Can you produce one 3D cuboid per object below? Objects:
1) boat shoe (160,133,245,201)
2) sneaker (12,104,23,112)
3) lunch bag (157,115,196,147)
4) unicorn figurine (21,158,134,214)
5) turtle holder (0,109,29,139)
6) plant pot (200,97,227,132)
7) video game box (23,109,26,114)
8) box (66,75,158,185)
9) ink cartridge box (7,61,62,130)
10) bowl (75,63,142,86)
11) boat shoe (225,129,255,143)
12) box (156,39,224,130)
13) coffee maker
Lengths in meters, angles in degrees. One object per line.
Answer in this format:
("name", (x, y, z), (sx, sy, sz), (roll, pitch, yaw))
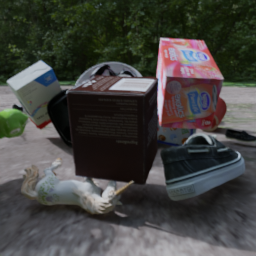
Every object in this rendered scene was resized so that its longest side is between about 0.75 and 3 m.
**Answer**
("boat shoe", (1.507, 0.552, 5.316), (0.984, 0.968, 2.729), (-18, -7, 32))
("sneaker", (-5.841, -1.058, 15.244), (1.031, 0.381, 0.409), (9, 5, 13))
("lunch bag", (1.222, -0.101, 8.858), (1.838, 1.138, 1.562), (12, 16, 14))
("unicorn figurine", (-0.879, 1.034, 4.846), (1.934, 0.714, 1.328), (-9, 21, -2))
("turtle holder", (-3.447, -0.272, 5.084), (1.945, 2.739, 2.081), (-28, 27, 32))
("plant pot", (3.058, -0.499, 10.600), (1.208, 1.208, 1.069), (5, 34, 24))
("video game box", (-3.864, -1.075, 14.750), (2.370, 0.555, 2.159), (5, 11, 22))
("box", (-0.188, -0.040, 5.051), (1.299, 1.582, 1.313), (4, 21, 14))
("ink cartridge box", (-2.667, -0.842, 8.831), (1.236, 2.128, 0.716), (-39, 52, -20))
("bowl", (-0.623, -1.024, 10.899), (2.836, 2.836, 1.275), (2, -21, 7))
("boat shoe", (3.453, 0.207, 8.569), (0.950, 0.315, 0.355), (12, 29, 40))
("box", (1.603, -1.394, 8.138), (1.412, 1.531, 2.984), (4, 34, 1))
("coffee maker", (-1.046, -0.489, 8.962), (1.851, 2.640, 2.748), (43, 36, 12))
